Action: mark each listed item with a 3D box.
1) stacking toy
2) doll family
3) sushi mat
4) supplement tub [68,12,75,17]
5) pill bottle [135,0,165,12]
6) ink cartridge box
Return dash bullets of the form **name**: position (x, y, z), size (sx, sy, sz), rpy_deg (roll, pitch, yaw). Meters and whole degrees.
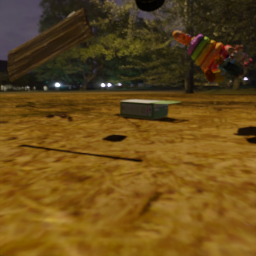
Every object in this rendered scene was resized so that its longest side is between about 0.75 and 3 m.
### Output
- **stacking toy**: position (2.913, -3.137, 11.230), size (2.616, 1.436, 1.518), rpy_deg (37, 43, 6)
- **doll family**: position (3.033, -1.838, 8.865), size (1.030, 0.748, 1.660), rpy_deg (28, -40, -15)
- **sushi mat**: position (-2.456, -2.527, 8.538), size (2.961, 1.417, 0.179), rpy_deg (-25, -33, 12)
- **supplement tub**: position (-2.075, -4.124, 11.130), size (0.559, 0.768, 0.559), rpy_deg (-30, 31, 20)
- **pill bottle**: position (0.277, -2.496, 4.450), size (0.720, 0.720, 1.287), rpy_deg (2, -17, 12)
- **ink cartridge box**: position (1.035, -0.881, 13.258), size (2.611, 0.774, 1.355), rpy_deg (7, 11, 36)
